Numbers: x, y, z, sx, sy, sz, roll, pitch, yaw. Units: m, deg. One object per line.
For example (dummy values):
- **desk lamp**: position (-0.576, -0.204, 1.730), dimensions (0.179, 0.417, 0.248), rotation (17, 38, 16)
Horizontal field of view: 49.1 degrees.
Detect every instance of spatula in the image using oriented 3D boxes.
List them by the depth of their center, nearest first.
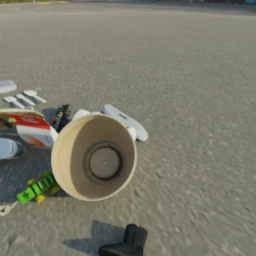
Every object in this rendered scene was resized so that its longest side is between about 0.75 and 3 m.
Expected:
- **spatula**: position (-4.849, -1.378, 13.243), dimensions (1.456, 0.168, 2.095), rotation (-20, 30, -36)

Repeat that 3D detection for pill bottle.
- **pill bottle**: position (-0.847, 0.148, 9.220), dimensions (2.008, 1.118, 1.118), rotation (25, 36, 18)

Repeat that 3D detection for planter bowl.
- **planter bowl**: position (-0.760, 0.845, 7.490), dimensions (2.142, 2.142, 1.442), rotation (6, -13, 10)

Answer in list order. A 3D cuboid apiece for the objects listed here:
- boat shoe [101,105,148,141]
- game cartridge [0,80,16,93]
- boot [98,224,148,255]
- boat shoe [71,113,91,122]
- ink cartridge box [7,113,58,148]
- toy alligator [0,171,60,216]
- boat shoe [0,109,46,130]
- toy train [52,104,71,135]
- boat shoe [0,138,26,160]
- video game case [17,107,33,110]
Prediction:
- **boat shoe**: position (-0.211, -0.038, 10.272), dimensions (1.954, 0.667, 0.721), rotation (33, 30, 2)
- **game cartridge**: position (-6.719, -2.082, 14.527), dimensions (1.617, 0.331, 1.076), rotation (-16, 29, -27)
- **boot**: position (-0.090, 2.467, 6.054), dimensions (0.990, 0.378, 0.832), rotation (10, 33, 4)
- **boat shoe**: position (-1.881, -0.024, 10.382), dimensions (0.673, 0.580, 1.871), rotation (32, 34, 7)
- **ink cartridge box**: position (-3.057, 0.133, 9.192), dimensions (1.337, 1.648, 0.413), rotation (8, 68, 14)
- **toy alligator**: position (-2.423, 1.623, 7.230), dimensions (1.957, 0.531, 0.580), rotation (-30, 79, -30)
- **boat shoe**: position (-4.073, -0.383, 10.120), dimensions (0.894, 0.842, 2.349), rotation (24, 7, 33)
- **toy train**: position (-2.696, -0.287, 11.071), dimensions (0.590, 0.440, 2.577), rotation (-3, 29, -3)
- **boat shoe**: position (-4.308, 0.663, 9.040), dimensions (2.281, 0.818, 0.773), rotation (-2, -12, 25)
- **video game case**: position (-4.730, -0.545, 11.857), dimensions (1.257, 0.144, 1.146), rotation (-7, 29, -11)
